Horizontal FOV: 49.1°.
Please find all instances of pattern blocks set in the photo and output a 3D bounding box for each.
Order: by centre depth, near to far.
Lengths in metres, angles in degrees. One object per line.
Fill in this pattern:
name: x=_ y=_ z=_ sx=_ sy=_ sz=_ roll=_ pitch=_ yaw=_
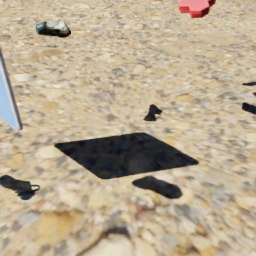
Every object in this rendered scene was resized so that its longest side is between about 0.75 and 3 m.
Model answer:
pattern blocks set: x=1.555 y=-3.273 z=5.932 sx=2.411 sy=0.222 sz=2.743 roll=-29 pitch=45 yaw=-6

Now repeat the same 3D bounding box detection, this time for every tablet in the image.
tablet: x=-2.622 y=-1.307 z=5.061 sx=1.700 sy=2.613 sz=0.178 roll=27 pitch=43 yaw=34

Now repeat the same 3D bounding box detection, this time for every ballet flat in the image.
ballet flat: x=-1.604 y=-2.233 z=6.336 sx=0.345 sy=0.343 sz=1.009 roll=-20 pitch=4 yaw=39
